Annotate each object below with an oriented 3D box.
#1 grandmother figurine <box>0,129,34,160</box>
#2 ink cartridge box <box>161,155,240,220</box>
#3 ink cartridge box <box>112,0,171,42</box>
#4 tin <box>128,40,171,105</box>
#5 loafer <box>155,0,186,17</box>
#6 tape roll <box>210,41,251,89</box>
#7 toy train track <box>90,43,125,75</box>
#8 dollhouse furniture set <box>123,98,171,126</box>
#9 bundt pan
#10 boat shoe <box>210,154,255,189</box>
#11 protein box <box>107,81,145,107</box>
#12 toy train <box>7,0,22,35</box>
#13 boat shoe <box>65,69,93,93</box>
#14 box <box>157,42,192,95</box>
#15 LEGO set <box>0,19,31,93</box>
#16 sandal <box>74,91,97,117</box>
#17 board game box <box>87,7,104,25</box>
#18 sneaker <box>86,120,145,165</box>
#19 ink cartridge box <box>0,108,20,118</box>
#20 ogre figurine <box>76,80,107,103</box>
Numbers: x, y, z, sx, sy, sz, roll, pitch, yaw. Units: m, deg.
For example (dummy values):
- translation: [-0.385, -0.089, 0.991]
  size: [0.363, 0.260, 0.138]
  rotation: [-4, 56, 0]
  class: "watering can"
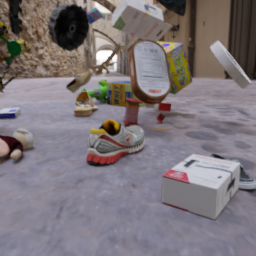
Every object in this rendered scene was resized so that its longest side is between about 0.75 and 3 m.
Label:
- translation: [-3.310, 0.497, 7.178]
  size: [1.403, 0.701, 2.314]
  rotation: [34, 19, 13]
  class: "grandmother figurine"
- translation: [1.355, 0.990, 5.098]
  size: [0.972, 0.564, 1.348]
  rotation: [9, 16, 35]
  class: "ink cartridge box"
- translation: [0.531, -4.196, 10.926]
  size: [2.049, 0.690, 1.200]
  rotation: [12, -31, -29]
  class: "ink cartridge box"
- translation: [0.701, -1.905, 9.284]
  size: [1.311, 2.341, 0.490]
  rotation: [0, -21, -13]
  class: "tin"
- translation: [1.268, -3.828, 8.656]
  size: [0.484, 0.481, 1.330]
  rotation: [-32, 50, -12]
  class: "loafer"
- translation: [3.734, -2.300, 10.228]
  size: [0.366, 2.004, 2.004]
  rotation: [-39, -6, 27]
  class: "tape roll"
- translation: [-0.410, -1.504, 6.431]
  size: [0.722, 0.205, 1.258]
  rotation: [-21, -9, -37]
  class: "toy train track"
- translation: [0.768, -0.577, 11.137]
  size: [1.866, 1.004, 0.759]
  rotation: [5, 12, -7]
  class: "dollhouse furniture set"
- translation: [-1.828, -3.032, 8.381]
  size: [0.520, 1.385, 1.385]
  rotation: [31, 28, 30]
  class: "bundt pan"
- translation: [2.165, 0.869, 5.889]
  size: [0.481, 0.445, 1.302]
  rotation: [-3, 13, -14]
  class: "boat shoe"
- translation: [0.108, -2.036, 16.514]
  size: [1.972, 1.330, 1.957]
  rotation: [11, 17, 39]
  class: "protein box"
- translation: [-2.672, -2.972, 6.551]
  size: [0.302, 0.406, 1.773]
  rotation: [-19, -23, -28]
  class: "toy train"
- translation: [-2.134, -2.083, 12.198]
  size: [1.418, 0.512, 0.461]
  rotation: [-36, -38, 21]
  class: "boat shoe"
- translation: [1.659, -2.793, 12.866]
  size: [1.208, 1.907, 1.980]
  rotation: [-35, 34, -19]
  class: "box"
- translation: [-4.406, -2.464, 9.406]
  size: [1.946, 2.530, 1.466]
  rotation: [28, 22, -11]
  class: "LEGO set"
- translation: [-2.170, -1.340, 14.198]
  size: [1.138, 1.021, 3.103]
  rotation: [0, 13, -2]
  class: "sandal"
- translation: [-1.581, -5.076, 12.696]
  size: [0.764, 0.172, 0.581]
  rotation: [-22, -22, 25]
  class: "board game box"
- translation: [-0.219, 0.227, 7.527]
  size: [0.916, 0.967, 2.354]
  rotation: [7, 14, 26]
  class: "sneaker"
- translation: [-5.502, -0.664, 12.900]
  size: [0.774, 0.305, 1.556]
  rotation: [-2, 12, -10]
  class: "ink cartridge box"
- translation: [-1.692, -2.193, 17.531]
  size: [1.683, 1.377, 2.806]
  rotation: [-12, -14, 43]
  class: "ogre figurine"
